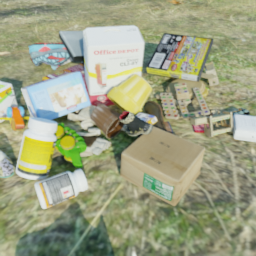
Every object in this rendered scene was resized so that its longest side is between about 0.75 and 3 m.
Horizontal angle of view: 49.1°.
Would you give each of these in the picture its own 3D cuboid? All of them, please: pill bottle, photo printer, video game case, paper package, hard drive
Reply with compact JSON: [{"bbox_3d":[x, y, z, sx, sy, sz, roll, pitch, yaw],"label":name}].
[{"bbox_3d":[-1.814,1.629,7.640,1.291,0.751,0.751,-17,39,-22],"label":"pill bottle"},{"bbox_3d":[-2.587,0.573,8.020,0.930,1.628,0.930,14,6,-2],"label":"pill bottle"},{"bbox_3d":[4.537,0.031,10.130,1.429,0.496,1.189,7,35,10],"label":"photo printer"},{"bbox_3d":[2.507,-3.480,13.494,2.542,0.359,2.813,14,57,20],"label":"video game case"},{"bbox_3d":[1.003,1.035,8.278,1.933,1.000,1.843,23,41,29],"label":"paper package"},{"bbox_3d":[-2.250,-3.944,13.478,1.558,0.367,2.233,-11,50,-28],"label":"hard drive"}]

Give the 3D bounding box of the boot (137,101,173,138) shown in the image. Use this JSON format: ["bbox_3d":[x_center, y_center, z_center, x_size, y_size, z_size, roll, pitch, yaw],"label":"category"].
[{"bbox_3d":[0.718,-0.267,10.260,1.112,0.857,2.294,-8,38,-15],"label":"boot"}]

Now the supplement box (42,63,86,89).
[{"bbox_3d":[-2.496,-2.025,12.620,1.255,0.974,2.274,28,44,35],"label":"supplement box"}]

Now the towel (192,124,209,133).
[{"bbox_3d":[2.749,-0.074,10.638,0.621,0.097,0.858,0,35,-1],"label":"towel"}]

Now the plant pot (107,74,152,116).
[{"bbox_3d":[0.150,-1.262,10.729,1.353,1.438,1.438,-48,48,-3],"label":"plant pot"}]

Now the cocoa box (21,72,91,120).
[{"bbox_3d":[-2.741,-1.178,10.660,2.079,1.387,1.365,-24,17,-25],"label":"cocoa box"}]

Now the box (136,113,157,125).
[{"bbox_3d":[0.442,-0.224,9.734,0.639,0.223,1.073,-39,30,-21],"label":"box"}]

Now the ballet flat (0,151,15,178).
[{"bbox_3d":[-4.424,0.820,8.802,2.214,0.796,0.796,24,42,30],"label":"ballet flat"}]

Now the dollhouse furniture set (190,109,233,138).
[{"bbox_3d":[2.853,-0.129,10.407,1.475,0.820,1.304,-11,12,-14],"label":"dollhouse furniture set"}]

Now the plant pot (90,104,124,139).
[{"bbox_3d":[-0.758,-0.294,9.991,0.973,0.983,0.983,39,49,23],"label":"plant pot"}]

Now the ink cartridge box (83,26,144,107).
[{"bbox_3d":[-0.632,-2.383,11.247,2.151,2.964,1.236,-8,49,-12],"label":"ink cartridge box"}]

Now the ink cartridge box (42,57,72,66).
[{"bbox_3d":[-3.949,-3.959,15.843,1.176,0.461,2.484,23,39,27],"label":"ink cartridge box"}]

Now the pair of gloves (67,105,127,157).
[{"bbox_3d":[-1.441,-0.004,10.200,2.387,0.492,2.807,14,37,19],"label":"pair of gloves"}]

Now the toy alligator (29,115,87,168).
[{"bbox_3d":[-2.125,0.215,8.949,0.764,0.835,2.816,-35,56,-26],"label":"toy alligator"}]

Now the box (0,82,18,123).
[{"bbox_3d":[-5.601,-0.728,10.558,1.366,1.231,2.429,14,38,21],"label":"box"}]

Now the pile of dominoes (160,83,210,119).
[{"bbox_3d":[2.194,-1.129,11.303,1.703,0.348,2.184,-10,35,6],"label":"pile of dominoes"}]

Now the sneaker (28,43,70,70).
[{"bbox_3d":[-3.605,-3.691,14.471,2.871,1.371,1.138,2,21,5],"label":"sneaker"}]

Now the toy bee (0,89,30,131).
[{"bbox_3d":[-4.315,-0.481,10.718,1.122,0.932,1.715,15,47,-22],"label":"toy bee"}]

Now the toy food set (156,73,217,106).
[{"bbox_3d":[2.628,-1.655,12.631,1.860,0.541,2.695,24,51,39],"label":"toy food set"}]

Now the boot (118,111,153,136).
[{"bbox_3d":[0.062,-0.145,8.497,1.249,0.943,0.451,-4,60,57],"label":"boot"}]

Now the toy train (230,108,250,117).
[{"bbox_3d":[4.343,-0.535,11.087,0.906,0.386,0.516,-15,25,-16],"label":"toy train"}]

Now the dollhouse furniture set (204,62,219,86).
[{"bbox_3d":[3.653,-2.483,13.608,1.215,0.852,0.857,-17,32,19],"label":"dollhouse furniture set"}]
